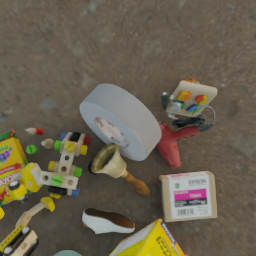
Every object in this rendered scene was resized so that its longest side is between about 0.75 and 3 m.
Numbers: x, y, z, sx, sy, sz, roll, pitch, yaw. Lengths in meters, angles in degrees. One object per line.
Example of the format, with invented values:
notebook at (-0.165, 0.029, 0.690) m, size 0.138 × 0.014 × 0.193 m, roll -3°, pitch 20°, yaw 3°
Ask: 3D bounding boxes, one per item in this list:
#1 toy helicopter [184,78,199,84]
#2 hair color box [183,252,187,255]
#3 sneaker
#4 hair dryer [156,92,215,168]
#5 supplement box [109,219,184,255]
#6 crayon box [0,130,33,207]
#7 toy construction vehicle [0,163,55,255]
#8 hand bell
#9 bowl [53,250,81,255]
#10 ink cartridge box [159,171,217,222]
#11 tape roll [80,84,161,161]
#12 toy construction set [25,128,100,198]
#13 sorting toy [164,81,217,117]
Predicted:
toy helicopter at (2.115, -1.071, 8.597) m, size 1.038 × 0.409 × 0.686 m, roll 26°, pitch 122°, yaw 35°
hair color box at (1.543, 4.200, 8.321) m, size 0.849 × 0.271 × 0.471 m, roll -42°, pitch 88°, yaw -3°
sneaker at (-0.591, 2.861, 8.304) m, size 1.560 × 0.568 × 0.661 m, roll 15°, pitch 114°, yaw 7°
hair dryer at (1.413, 0.213, 8.088) m, size 1.729 × 0.617 × 2.270 m, roll 27°, pitch 127°, yaw 31°
supplement box at (0.354, 3.634, 6.921) m, size 1.494 × 2.745 × 1.503 m, roll -36°, pitch 80°, yaw 16°
crayon box at (-3.743, 1.200, 8.405) m, size 1.312 × 0.525 × 2.067 m, roll -24°, pitch 83°, yaw -6°
toy construction vehicle at (-3.100, 2.252, 7.205) m, size 0.895 × 2.541 × 2.212 m, roll 3°, pitch 127°, yaw 31°
hand bell at (-0.025, 1.413, 8.094) m, size 1.943 × 1.012 × 1.012 m, roll 43°, pitch 86°, yaw -23°
bowl at (-1.752, 4.127, 7.969) m, size 1.491 × 0.780 × 1.491 m, roll 1°, pitch 99°, yaw 6°
ink cartridge box at (1.763, 2.020, 8.294) m, size 1.555 × 0.584 × 1.281 m, roll -6°, pitch 93°, yaw 0°
tape roll at (-0.231, -0.112, 7.650) m, size 2.274 × 2.274 × 0.751 m, roll 38°, pitch 69°, yaw 3°
toy construction set at (-1.955, 0.838, 7.782) m, size 2.385 × 1.832 × 1.989 m, roll 37°, pitch 88°, yaw 4°
sorting toy at (1.819, -0.776, 8.247) m, size 1.176 × 1.271 × 0.232 m, roll 10°, pitch 53°, yaw -12°
